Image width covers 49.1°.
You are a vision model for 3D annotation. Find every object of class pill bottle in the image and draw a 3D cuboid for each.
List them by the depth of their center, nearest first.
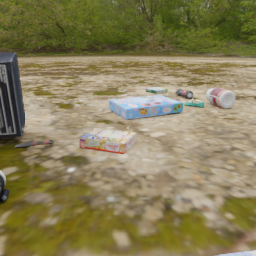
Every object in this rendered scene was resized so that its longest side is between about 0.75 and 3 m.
[{"bbox_3d":[3.712,-1.247,11.387,0.700,0.700,1.239,-4,18,-14],"label":"pill bottle"}]

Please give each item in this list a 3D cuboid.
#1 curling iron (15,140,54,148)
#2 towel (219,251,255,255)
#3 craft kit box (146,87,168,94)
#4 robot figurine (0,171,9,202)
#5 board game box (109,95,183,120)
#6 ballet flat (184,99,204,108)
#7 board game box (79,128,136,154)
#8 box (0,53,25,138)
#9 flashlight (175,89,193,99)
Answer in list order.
[{"bbox_3d":[-2.326,0.422,7.006,0.984,0.126,0.244,-7,-25,-3],"label":"curling iron"},{"bbox_3d":[1.010,1.803,2.276,2.903,0.346,2.132,-3,17,-9],"label":"towel"},{"bbox_3d":[1.477,-1.950,14.505,0.807,0.198,0.817,-17,24,-36],"label":"craft kit box"},{"bbox_3d":[-2.338,0.996,4.629,0.488,0.588,0.782,-18,19,-1],"label":"robot figurine"},{"bbox_3d":[0.626,-0.824,10.498,2.251,0.412,1.703,-7,19,-22],"label":"board game box"},{"bbox_3d":[2.687,-1.018,11.333,0.832,0.293,0.280,10,20,30],"label":"ballet flat"},{"bbox_3d":[-0.498,0.302,7.145,1.198,0.277,0.908,7,19,20],"label":"board game box"},{"bbox_3d":[-3.780,-0.803,7.111,1.987,2.003,1.235,-4,26,-13],"label":"box"},{"bbox_3d":[2.661,-1.637,13.197,0.379,0.381,1.120,19,10,-19],"label":"flashlight"}]
